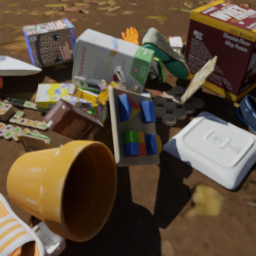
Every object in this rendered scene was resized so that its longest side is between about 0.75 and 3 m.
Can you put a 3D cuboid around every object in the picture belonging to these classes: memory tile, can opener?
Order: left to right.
[{"bbox_3d":[-1.329,-1.648,9.975,1.373,0.362,0.456,19,65,27],"label":"can opener"},{"bbox_3d":[1.828,-0.923,11.146,2.147,0.180,1.646,-28,49,-28],"label":"memory tile"}]

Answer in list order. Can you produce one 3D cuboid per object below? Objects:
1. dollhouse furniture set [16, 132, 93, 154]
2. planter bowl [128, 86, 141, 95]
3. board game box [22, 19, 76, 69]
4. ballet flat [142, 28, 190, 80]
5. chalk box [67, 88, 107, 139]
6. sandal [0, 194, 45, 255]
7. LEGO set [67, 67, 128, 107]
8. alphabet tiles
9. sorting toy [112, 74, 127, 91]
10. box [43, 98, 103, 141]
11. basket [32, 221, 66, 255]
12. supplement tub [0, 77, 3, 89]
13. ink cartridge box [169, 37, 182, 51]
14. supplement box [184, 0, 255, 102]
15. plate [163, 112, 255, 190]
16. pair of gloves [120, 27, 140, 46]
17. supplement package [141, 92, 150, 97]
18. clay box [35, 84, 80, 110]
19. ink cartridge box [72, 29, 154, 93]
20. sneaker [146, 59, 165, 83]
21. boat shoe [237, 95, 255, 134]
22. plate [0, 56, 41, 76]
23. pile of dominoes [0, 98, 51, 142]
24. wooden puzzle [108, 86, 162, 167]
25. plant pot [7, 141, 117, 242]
[{"bbox_3d":[-2.106,0.532,8.645,2.066,1.353,1.037,12,48,11],"label":"dollhouse furniture set"},{"bbox_3d":[0.123,-0.895,9.121,0.814,0.548,0.814,-35,17,12],"label":"planter bowl"},{"bbox_3d":[-3.656,-3.986,13.345,2.144,1.709,1.038,-20,47,-20],"label":"board game box"},{"bbox_3d":[1.766,-3.079,11.705,0.992,2.942,0.917,5,72,45],"label":"ballet flat"},{"bbox_3d":[-1.446,-0.647,10.126,1.139,1.145,1.840,13,45,15],"label":"chalk box"},{"bbox_3d":[-3.155,2.467,6.591,2.962,0.849,1.135,33,83,32],"label":"sandal"},{"bbox_3d":[-0.904,-1.183,9.229,2.165,0.996,0.806,-17,-3,24],"label":"LEGO set"},{"bbox_3d":[2.663,-1.813,10.731,0.070,1.841,2.213,38,40,-5],"label":"alphabet tiles"},{"bbox_3d":[-0.319,-1.324,10.065,0.248,1.465,0.706,-14,1,-32],"label":"sorting toy"},{"bbox_3d":[-1.587,-0.142,8.315,0.825,1.647,0.617,-47,57,9],"label":"box"},{"bbox_3d":[-1.977,2.788,6.858,0.810,0.499,0.549,26,49,27],"label":"basket"},{"bbox_3d":[-6.063,-2.060,11.916,1.335,0.818,0.818,19,46,20],"label":"supplement tub"},{"bbox_3d":[2.496,-4.401,14.801,0.624,0.362,1.072,2,41,2],"label":"ink cartridge box"},{"bbox_3d":[4.108,-3.248,11.619,1.951,2.938,2.898,-32,51,-30],"label":"supplement box"},{"bbox_3d":[2.970,0.504,9.411,2.636,0.426,2.630,32,51,30],"label":"plate"},{"bbox_3d":[-0.651,-3.896,13.455,2.580,0.319,2.298,-27,41,15],"label":"pair of gloves"},{"bbox_3d":[0.446,-0.565,10.097,0.678,0.952,1.222,0,40,10],"label":"supplement package"},{"bbox_3d":[-2.585,-1.252,11.133,1.961,0.467,1.127,-1,45,-7],"label":"clay box"},{"bbox_3d":[-0.623,-2.325,10.891,2.783,2.022,1.218,17,39,1],"label":"ink cartridge box"},{"bbox_3d":[0.525,-2.568,12.396,1.222,1.120,2.918,-33,41,-23],"label":"sneaker"},{"bbox_3d":[4.890,-0.166,9.751,1.145,0.934,2.721,-26,48,-25],"label":"boat shoe"},{"bbox_3d":[-5.621,-2.733,12.350,2.552,0.412,2.546,22,19,24],"label":"plate"},{"bbox_3d":[-4.174,-0.442,10.437,2.683,0.427,2.091,12,44,14],"label":"pile of dominoes"},{"bbox_3d":[0.344,-0.015,8.148,0.547,2.361,2.187,-13,78,32],"label":"wooden puzzle"},{"bbox_3d":[-1.782,1.449,7.203,2.155,2.354,2.354,4,40,27],"label":"plant pot"}]
